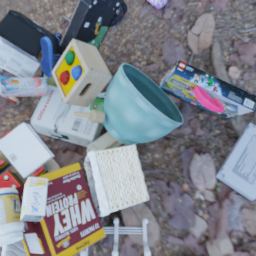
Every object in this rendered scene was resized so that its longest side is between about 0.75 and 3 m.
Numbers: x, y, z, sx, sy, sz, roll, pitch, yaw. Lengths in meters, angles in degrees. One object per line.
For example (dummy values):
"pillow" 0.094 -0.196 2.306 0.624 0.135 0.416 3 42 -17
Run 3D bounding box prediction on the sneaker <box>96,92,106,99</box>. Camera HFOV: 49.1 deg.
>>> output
"sneaker" -0.958 -1.275 11.054 0.808 0.326 0.467 23 68 1

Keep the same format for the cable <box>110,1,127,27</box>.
"cable" -1.004 -5.190 12.361 1.971 0.501 1.608 -2 70 -1

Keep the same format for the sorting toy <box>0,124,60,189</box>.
"sorting toy" -4.082 1.319 9.796 2.359 0.821 2.344 -42 75 -13

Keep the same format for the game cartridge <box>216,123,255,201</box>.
"game cartridge" 4.489 1.230 10.052 1.677 0.509 2.515 34 74 15

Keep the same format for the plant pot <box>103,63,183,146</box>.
"plant pot" 0.226 -0.523 9.043 1.761 2.628 2.628 -46 73 20

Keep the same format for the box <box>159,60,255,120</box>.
"box" 2.618 -1.216 9.663 2.861 1.954 0.539 24 81 -5

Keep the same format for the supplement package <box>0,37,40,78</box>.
"supplement package" -4.122 -2.490 10.051 0.814 1.468 1.143 -54 40 8

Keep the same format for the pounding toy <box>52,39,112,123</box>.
"pounding toy" -1.515 -1.130 8.577 2.006 1.045 2.284 -46 57 31

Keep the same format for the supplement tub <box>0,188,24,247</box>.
"supplement tub" -3.056 2.180 6.823 0.881 0.881 1.217 -18 68 -6

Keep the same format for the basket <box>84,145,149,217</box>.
"basket" -0.432 1.672 8.752 1.511 1.862 1.878 -10 75 -15

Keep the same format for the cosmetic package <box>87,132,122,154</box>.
"cosmetic package" -0.794 0.589 9.920 1.334 0.691 0.488 -34 71 -23

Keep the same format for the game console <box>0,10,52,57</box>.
"game console" -3.542 -3.276 9.748 1.547 1.361 0.900 32 103 -13

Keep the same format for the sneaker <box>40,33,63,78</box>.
"sneaker" -2.582 -2.465 9.671 0.618 1.761 0.686 44 56 13

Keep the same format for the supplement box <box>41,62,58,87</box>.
"supplement box" -2.696 -1.978 10.886 1.054 1.055 0.708 1 69 0

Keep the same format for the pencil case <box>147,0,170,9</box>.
"pencil case" 0.985 -6.171 12.560 0.786 0.800 1.872 -41 74 -9

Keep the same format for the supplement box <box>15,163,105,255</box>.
"supplement box" -2.173 2.480 8.124 1.490 2.245 2.214 -17 83 -42

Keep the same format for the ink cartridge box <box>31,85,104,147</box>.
"ink cartridge box" -2.097 -0.404 10.305 2.327 0.966 1.705 16 66 5

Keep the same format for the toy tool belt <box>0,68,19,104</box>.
"toy tool belt" -4.696 -1.687 10.851 1.555 0.971 0.956 32 82 10

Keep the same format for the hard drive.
"hard drive" -1.375 -3.666 10.125 0.511 2.699 1.886 40 31 12

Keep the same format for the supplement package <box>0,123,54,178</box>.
"supplement package" -2.830 0.625 7.795 0.929 0.661 1.193 -39 90 -8

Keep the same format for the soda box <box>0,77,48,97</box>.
"soda box" -3.566 -1.401 9.615 1.507 0.515 0.479 -5 62 -26

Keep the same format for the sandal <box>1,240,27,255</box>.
"sandal" -3.504 3.541 8.962 1.117 0.675 2.745 35 52 -29

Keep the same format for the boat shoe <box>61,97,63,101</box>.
"boat shoe" -1.828 -1.254 9.933 1.132 0.419 0.376 -18 51 0

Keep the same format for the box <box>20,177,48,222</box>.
"box" -2.167 1.647 6.470 0.449 0.498 0.885 12 53 -25

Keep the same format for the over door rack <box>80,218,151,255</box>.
"over door rack" -0.386 4.290 8.628 2.144 0.966 2.901 0 68 1

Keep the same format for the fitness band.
"fitness band" 2.346 -0.818 8.243 0.890 0.232 1.239 25 26 -19
